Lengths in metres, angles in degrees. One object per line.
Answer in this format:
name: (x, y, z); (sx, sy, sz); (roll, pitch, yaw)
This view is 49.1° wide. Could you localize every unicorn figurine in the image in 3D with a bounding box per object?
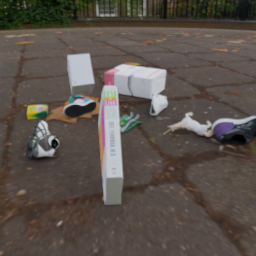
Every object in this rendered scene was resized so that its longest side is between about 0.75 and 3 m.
unicorn figurine: (2.563, -0.089, 11.407); (1.876, 0.693, 1.289); (14, 29, 25)

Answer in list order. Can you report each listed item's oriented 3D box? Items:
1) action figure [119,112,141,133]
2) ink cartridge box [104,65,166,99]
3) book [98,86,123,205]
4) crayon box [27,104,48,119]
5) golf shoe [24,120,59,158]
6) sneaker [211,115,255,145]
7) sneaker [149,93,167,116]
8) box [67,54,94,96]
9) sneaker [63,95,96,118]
action figure: (-0.152, -0.170, 11.930); (0.965, 0.447, 1.633); (19, 35, 28)
ink cartridge box: (0.433, -2.703, 16.130); (2.927, 1.212, 2.145); (13, 29, 25)
book: (-0.485, 0.460, 7.602); (0.654, 1.818, 2.722); (-1, 57, -6)
crayon box: (-4.281, -0.784, 13.266); (0.897, 0.303, 1.039); (-7, 27, -13)
golf shoe: (-3.071, 0.471, 10.345); (1.059, 0.872, 2.242); (12, 26, -13)
sneaker: (4.577, 0.234, 10.829); (2.478, 0.939, 1.085); (-6, 42, -5)
sneaker: (1.499, -1.162, 13.628); (0.844, 0.782, 2.082); (11, 28, 4)
box: (-1.713, -1.853, 10.009); (0.761, 1.090, 1.432); (-9, -5, -13)
sneaker: (-2.549, -1.098, 13.326); (1.130, 0.783, 1.872); (26, 28, 33)
